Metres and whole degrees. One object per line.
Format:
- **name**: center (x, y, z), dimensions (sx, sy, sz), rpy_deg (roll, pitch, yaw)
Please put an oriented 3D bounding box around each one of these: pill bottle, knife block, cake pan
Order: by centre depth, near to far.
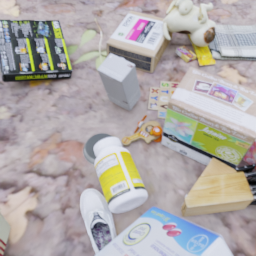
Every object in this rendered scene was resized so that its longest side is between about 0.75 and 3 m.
- **knife block**: center (2.940, 1.933, 7.819), dimensions (2.109, 0.769, 2.402), rpy_deg (31, 59, 22)
- **pill bottle**: center (-0.302, 1.299, 8.015), dimensions (1.120, 1.120, 1.991), rpy_deg (-17, 59, -12)
- **cake pan**: center (-0.867, 0.659, 9.112), dimensions (1.219, 0.224, 1.219), rpy_deg (0, 53, 0)

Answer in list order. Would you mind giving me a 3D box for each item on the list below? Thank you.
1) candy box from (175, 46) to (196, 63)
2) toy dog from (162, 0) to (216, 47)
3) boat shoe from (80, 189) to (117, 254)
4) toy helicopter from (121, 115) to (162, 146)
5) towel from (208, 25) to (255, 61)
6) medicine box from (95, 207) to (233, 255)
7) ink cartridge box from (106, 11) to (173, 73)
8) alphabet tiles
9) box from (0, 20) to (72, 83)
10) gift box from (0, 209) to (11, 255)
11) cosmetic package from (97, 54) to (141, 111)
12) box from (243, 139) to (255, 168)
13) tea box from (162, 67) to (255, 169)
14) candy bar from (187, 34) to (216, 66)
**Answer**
- **candy box**: center (2.448, -3.125, 11.887), dimensions (0.476, 0.230, 0.816), rpy_deg (-23, 58, -22)
- **toy dog**: center (2.595, -4.151, 11.173), dimensions (2.127, 1.484, 2.063), rpy_deg (31, 78, -14)
- **boat shoe**: center (-0.778, 2.553, 7.363), dimensions (0.821, 0.781, 2.280), rpy_deg (-12, 54, -8)
- **toy helicopter**: center (0.410, 0.166, 9.307), dimensions (1.424, 0.562, 0.942), rpy_deg (-23, 60, -6)
- **towel**: center (4.729, -3.847, 12.307), dimensions (2.505, 0.433, 2.412), rpy_deg (2, 54, 2)
- **medicine box**: center (0.415, 3.174, 5.500), dimensions (2.770, 2.523, 1.426), rpy_deg (-34, 100, -21)
- **ink cartridge box**: center (0.548, -3.710, 11.875), dimensions (2.115, 0.964, 2.568), rpy_deg (19, 57, 12)
- **alphabet tiles**: center (1.903, -1.009, 10.432), dimensions (2.250, 0.071, 1.873), rpy_deg (6, 54, 5)
- **box**: center (-3.704, -3.058, 10.914), dimensions (2.551, 0.628, 2.641), rpy_deg (-8, 67, -26)
- **gift box**: center (-3.721, 2.649, 6.718), dimensions (1.706, 1.593, 1.575), rpy_deg (-1, 51, -4)
- **cosmetic package**: center (-0.243, -1.465, 9.291), dimensions (0.993, 1.859, 0.838), rpy_deg (29, 75, 23)
- **box**: center (4.914, 0.319, 8.770), dimensions (1.264, 1.166, 2.463), rpy_deg (38, 62, 24)
- **tea box**: center (2.451, -0.151, 8.346), dimensions (2.386, 2.348, 1.595), rpy_deg (24, 60, 17)
- **candy bar**: center (3.065, -3.762, 12.312), dimensions (0.721, 0.320, 2.892), rpy_deg (-6, 53, -5)
